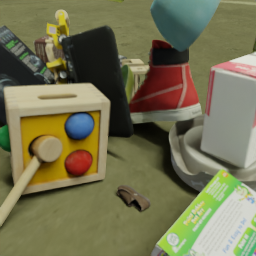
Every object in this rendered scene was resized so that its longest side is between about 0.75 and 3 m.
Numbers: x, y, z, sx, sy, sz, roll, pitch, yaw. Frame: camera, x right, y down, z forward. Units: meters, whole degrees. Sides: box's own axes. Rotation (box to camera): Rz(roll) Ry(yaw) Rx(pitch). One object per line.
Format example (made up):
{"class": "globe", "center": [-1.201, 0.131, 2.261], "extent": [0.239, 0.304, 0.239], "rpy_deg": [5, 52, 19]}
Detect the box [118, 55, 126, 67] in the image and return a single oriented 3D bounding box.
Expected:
{"class": "box", "center": [-0.962, -2.229, 11.197], "extent": [0.934, 1.076, 1.761], "rpy_deg": [23, 38, 36]}

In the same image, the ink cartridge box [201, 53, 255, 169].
{"class": "ink cartridge box", "center": [2.918, -0.574, 6.219], "extent": [2.667, 1.942, 1.131], "rpy_deg": [-24, 36, -37]}

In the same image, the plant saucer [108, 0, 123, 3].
{"class": "plant saucer", "center": [-0.539, -5.415, 10.375], "extent": [1.292, 1.294, 0.310], "rpy_deg": [-15, 48, -45]}

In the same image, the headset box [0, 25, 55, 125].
{"class": "headset box", "center": [-3.572, -1.493, 8.165], "extent": [1.983, 2.278, 1.057], "rpy_deg": [-36, 24, 20]}

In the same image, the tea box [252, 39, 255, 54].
{"class": "tea box", "center": [6.284, -2.623, 10.242], "extent": [1.865, 2.746, 2.791], "rpy_deg": [-20, 37, -30]}

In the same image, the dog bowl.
{"class": "dog bowl", "center": [2.187, 0.627, 6.700], "extent": [2.525, 0.741, 2.525], "rpy_deg": [3, 33, -2]}

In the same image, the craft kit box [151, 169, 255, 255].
{"class": "craft kit box", "center": [1.787, 1.908, 4.355], "extent": [2.064, 0.507, 2.090], "rpy_deg": [39, 50, 21]}

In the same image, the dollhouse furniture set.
{"class": "dollhouse furniture set", "center": [0.507, -1.745, 10.310], "extent": [1.225, 1.232, 1.748], "rpy_deg": [-5, 27, -9]}

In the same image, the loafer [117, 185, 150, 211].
{"class": "loafer", "center": [0.072, 1.464, 5.865], "extent": [0.809, 0.295, 0.287], "rpy_deg": [20, 36, 30]}

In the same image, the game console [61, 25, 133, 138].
{"class": "game console", "center": [-0.673, -1.197, 7.458], "extent": [1.517, 2.607, 2.293], "rpy_deg": [-8, 15, 10]}

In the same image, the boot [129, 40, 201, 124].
{"class": "boot", "center": [0.567, -1.245, 7.896], "extent": [1.070, 2.133, 2.956], "rpy_deg": [-21, 11, -41]}

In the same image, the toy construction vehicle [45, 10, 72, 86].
{"class": "toy construction vehicle", "center": [-2.124, -1.974, 8.302], "extent": [0.885, 2.513, 2.188], "rpy_deg": [-1, 3, -5]}

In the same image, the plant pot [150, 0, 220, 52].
{"class": "plant pot", "center": [1.093, -2.574, 5.985], "extent": [1.037, 1.540, 1.540], "rpy_deg": [26, 29, -13]}

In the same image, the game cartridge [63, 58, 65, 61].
{"class": "game cartridge", "center": [-2.183, -2.301, 9.699], "extent": [0.189, 0.925, 0.616], "rpy_deg": [32, 27, -14]}

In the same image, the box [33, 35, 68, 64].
{"class": "box", "center": [-3.000, -3.287, 12.582], "extent": [1.759, 1.444, 1.459], "rpy_deg": [7, 30, 12]}

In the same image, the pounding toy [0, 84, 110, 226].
{"class": "pounding toy", "center": [-1.716, 0.454, 5.907], "extent": [2.472, 2.275, 1.757], "rpy_deg": [-7, 27, -25]}

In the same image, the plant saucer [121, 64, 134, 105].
{"class": "plant saucer", "center": [-0.267, -0.860, 8.041], "extent": [0.300, 1.934, 1.934], "rpy_deg": [18, 27, -17]}
